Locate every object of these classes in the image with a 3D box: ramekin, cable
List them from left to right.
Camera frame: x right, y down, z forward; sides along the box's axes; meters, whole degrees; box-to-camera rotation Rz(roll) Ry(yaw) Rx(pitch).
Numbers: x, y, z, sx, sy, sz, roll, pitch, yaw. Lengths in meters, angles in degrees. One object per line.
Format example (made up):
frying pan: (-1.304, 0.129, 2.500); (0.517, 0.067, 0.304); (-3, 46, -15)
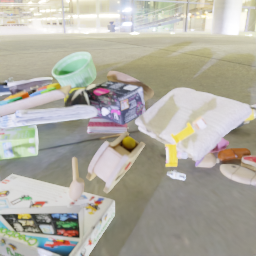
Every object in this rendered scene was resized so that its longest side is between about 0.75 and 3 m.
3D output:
ramekin: (-2.381, -2.540, 12.753); (1.913, 0.934, 1.913); (-14, 42, 13)
cable: (2.573, -0.306, 8.694); (2.891, 0.727, 1.404); (-7, 13, -12)

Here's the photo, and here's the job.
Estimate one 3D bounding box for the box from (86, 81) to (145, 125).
box: (-0.397, -0.841, 9.022); (1.068, 0.927, 1.616); (-31, 35, -35)

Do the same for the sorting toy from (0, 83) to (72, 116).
sorting toy: (-2.729, -0.855, 7.962); (2.122, 0.418, 2.293); (-17, 13, -2)

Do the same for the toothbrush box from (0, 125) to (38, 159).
toothbrush box: (-3.036, 0.376, 7.378); (1.232, 0.531, 0.897); (-7, 23, -12)

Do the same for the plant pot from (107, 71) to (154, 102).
plant pot: (-0.036, -1.329, 10.449); (1.852, 0.855, 1.852); (24, -2, 1)

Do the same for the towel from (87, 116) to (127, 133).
towel: (-0.651, -0.213, 9.220); (1.223, 0.193, 1.697); (0, 24, 0)

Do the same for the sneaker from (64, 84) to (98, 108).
sneaker: (-1.838, -0.945, 10.165); (1.155, 1.017, 2.730); (-4, 14, 9)

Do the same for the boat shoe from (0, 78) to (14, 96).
boat shoe: (-5.403, -1.872, 12.568); (1.973, 0.610, 0.739); (-15, 27, -32)

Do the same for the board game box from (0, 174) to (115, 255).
board game box: (-1.583, 1.527, 4.813); (2.337, 0.404, 1.475); (9, 25, 20)

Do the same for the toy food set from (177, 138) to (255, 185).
toy food set: (2.404, 0.671, 6.840); (2.198, 0.346, 1.397); (15, 30, 33)

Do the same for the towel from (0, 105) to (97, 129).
towel: (-2.436, -0.272, 7.645); (2.146, 0.348, 2.921); (-8, 3, -38)

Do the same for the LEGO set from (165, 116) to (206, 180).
LEGO set: (1.090, 0.362, 5.814); (0.635, 1.379, 0.513); (21, -4, 5)

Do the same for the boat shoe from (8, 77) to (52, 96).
boat shoe: (-4.318, -1.879, 12.595); (0.746, 0.618, 2.077); (2, 17, 44)

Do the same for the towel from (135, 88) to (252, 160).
towel: (1.583, -0.232, 7.645); (1.907, 0.496, 2.878); (-39, 31, -11)

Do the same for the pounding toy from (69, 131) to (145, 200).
pounding toy: (-0.461, 0.507, 5.207); (0.999, 0.995, 1.741); (35, 36, 10)
